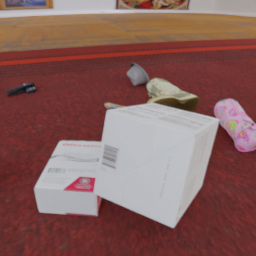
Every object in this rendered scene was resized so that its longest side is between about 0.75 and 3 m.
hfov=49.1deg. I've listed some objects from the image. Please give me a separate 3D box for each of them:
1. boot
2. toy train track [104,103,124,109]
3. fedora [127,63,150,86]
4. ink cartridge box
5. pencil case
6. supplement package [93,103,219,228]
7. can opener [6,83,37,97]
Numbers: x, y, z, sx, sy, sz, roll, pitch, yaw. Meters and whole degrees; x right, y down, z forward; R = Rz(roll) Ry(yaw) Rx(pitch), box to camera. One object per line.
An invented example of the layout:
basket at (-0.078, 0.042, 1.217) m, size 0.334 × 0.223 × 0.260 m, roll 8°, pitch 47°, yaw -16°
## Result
boot at (1.423, -1.351, 12.126) m, size 2.791 × 1.006 × 2.158 m, roll -11°, pitch 37°, yaw -37°
toy train track at (-0.172, -0.715, 12.014) m, size 2.216 × 0.361 × 1.271 m, roll 17°, pitch 25°, yaw 40°
fedora at (0.435, -2.744, 15.022) m, size 0.694 × 1.360 × 1.538 m, roll -39°, pitch 40°, yaw -6°
ink cartridge box at (-1.435, 1.312, 7.830) m, size 1.566 × 0.899 × 2.156 m, roll 3°, pitch 29°, yaw 4°
pencil case at (4.044, -0.180, 10.341) m, size 1.108 × 1.108 × 2.533 m, roll -1°, pitch 28°, yaw -2°
supplement package at (0.825, 0.648, 7.052) m, size 2.048 × 2.063 × 2.719 m, roll 17°, pitch 15°, yaw 24°
can opener at (-5.392, -1.945, 14.108) m, size 1.476 × 0.468 × 0.580 m, roll -19°, pitch 35°, yaw -31°
